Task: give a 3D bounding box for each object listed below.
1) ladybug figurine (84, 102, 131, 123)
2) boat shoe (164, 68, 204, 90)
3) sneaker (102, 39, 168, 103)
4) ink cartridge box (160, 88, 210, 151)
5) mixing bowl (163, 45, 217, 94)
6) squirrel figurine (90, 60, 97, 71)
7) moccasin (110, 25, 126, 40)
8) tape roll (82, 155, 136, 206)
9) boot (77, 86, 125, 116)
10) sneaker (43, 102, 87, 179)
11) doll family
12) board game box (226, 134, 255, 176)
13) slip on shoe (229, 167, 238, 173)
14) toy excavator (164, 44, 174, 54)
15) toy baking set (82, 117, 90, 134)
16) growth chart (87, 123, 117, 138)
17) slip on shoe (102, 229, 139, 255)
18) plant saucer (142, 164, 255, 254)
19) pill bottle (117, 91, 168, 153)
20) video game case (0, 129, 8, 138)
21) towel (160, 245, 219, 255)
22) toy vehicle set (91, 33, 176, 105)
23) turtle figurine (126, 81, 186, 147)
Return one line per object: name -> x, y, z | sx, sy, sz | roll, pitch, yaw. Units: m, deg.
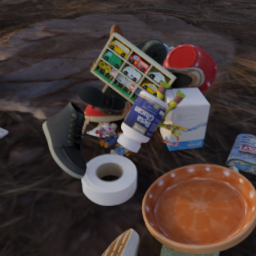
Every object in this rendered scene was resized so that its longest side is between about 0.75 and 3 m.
ladybug figurine -> -0.788, -0.726, 10.637 | 1.875, 0.674, 1.272 | -12, 30, -15
boat shoe -> 1.492, -1.713, 9.951 | 2.304, 0.872, 0.827 | -3, 14, 39
sneaker -> 0.168, -2.056, 10.079 | 1.083, 2.833, 1.623 | 36, 20, -19
ink cartridge box -> 1.811, -0.307, 9.242 | 1.201, 1.660, 1.222 | -5, 35, -7
mixing bowl -> 2.391, -2.547, 11.656 | 2.362, 1.279, 2.362 | -10, 66, 23
squirrel figurine -> -1.486, -2.975, 14.207 | 0.740, 0.561, 0.793 | 32, 59, 23
moccasin -> -0.277, -2.780, 9.364 | 0.511, 1.396, 0.539 | -1, -8, -35
tape roll -> -0.517, 1.411, 7.788 | 1.516, 0.530, 1.516 | 0, 35, 0
boot -> -0.903, -0.767, 9.356 | 1.699, 0.588, 1.479 | 20, -11, -9
sneaker -> -1.490, 0.254, 7.492 | 1.134, 0.798, 2.134 | -43, 59, 12
doll family -> -0.333, 0.456, 8.866 | 1.520, 0.685, 0.944 | 37, 38, 26
board game box -> 4.035, 0.964, 8.373 | 1.911, 0.589, 1.910 | 18, 38, 23
slip on shoe -> 2.544, 1.626, 7.428 | 0.517, 0.648, 1.705 | 17, 46, 15
toy excavator -> 2.189, -4.402, 15.934 | 1.307, 1.271, 0.653 | -32, 38, 3
toy baking set -> -1.693, 0.155, 8.382 | 1.299, 0.151, 0.997 | -23, 53, 20
growth chart -> -0.877, 0.080, 9.805 | 0.847, 0.104, 1.171 | 7, 22, 20
slip on shoe -> -0.258, 3.121, 5.156 | 0.812, 1.019, 2.681 | 44, 30, -7
plant saucer -> 1.642, 1.812, 6.581 | 2.618, 0.423, 2.618 | -13, 28, 7
pill bottle -> 0.340, -0.136, 7.335 | 0.824, 1.484, 0.824 | 30, 4, -2
video game case -> -4.937, 0.335, 9.703 | 0.860, 0.108, 1.201 | 18, 39, 24
towel -> 1.422, 2.598, 6.272 | 1.271, 0.313, 1.713 | 12, 37, 19
toy vehicle set -> 0.128, -1.717, 9.013 | 2.397, 1.490, 0.318 | 37, 26, 4
turtle figurine -> 0.850, -0.499, 8.325 | 2.067, 1.667, 0.666 | 40, 32, 24
